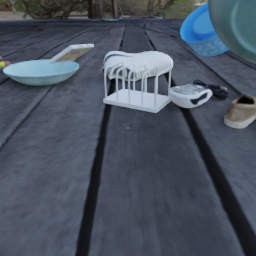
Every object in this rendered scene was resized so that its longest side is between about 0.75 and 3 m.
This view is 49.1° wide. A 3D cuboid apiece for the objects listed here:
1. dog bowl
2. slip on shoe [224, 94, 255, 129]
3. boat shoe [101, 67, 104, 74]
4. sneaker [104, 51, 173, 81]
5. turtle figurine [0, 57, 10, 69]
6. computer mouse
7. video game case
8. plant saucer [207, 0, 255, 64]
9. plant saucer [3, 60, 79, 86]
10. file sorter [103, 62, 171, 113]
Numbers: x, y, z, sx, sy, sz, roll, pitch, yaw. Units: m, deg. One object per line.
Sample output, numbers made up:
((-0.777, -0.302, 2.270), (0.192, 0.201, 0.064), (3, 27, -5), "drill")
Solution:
((2.892, -2.947, 7.408), (2.981, 0.739, 1.662), (-23, 44, 23), "dog bowl")
((3.355, -0.635, 7.889), (0.812, 0.647, 2.135), (22, 33, 39), "slip on shoe")
((-0.587, -2.490, 12.139), (1.114, 0.401, 0.361), (-1, 20, -15), "boat shoe")
((0.479, -2.408, 11.475), (2.917, 1.115, 1.174), (-4, 44, -9), "sneaker")
((-6.268, -2.712, 12.202), (2.249, 0.724, 1.814), (16, 29, 30), "turtle figurine")
((2.111, -1.039, 8.942), (1.389, 0.556, 2.534), (26, 30, 35), "computer mouse")
((-1.273, -1.672, 6.318), (0.801, 0.092, 0.729), (-20, 5, 37), "video game case")
((2.609, -1.997, 4.926), (2.719, 2.719, 0.523), (17, 57, 32), "plant saucer")
((-3.439, -2.203, 11.325), (2.929, 0.564, 2.929), (1, 25, 0), "plant saucer")
((0.315, -1.352, 8.844), (1.847, 1.150, 1.281), (13, 29, 25), "file sorter")
